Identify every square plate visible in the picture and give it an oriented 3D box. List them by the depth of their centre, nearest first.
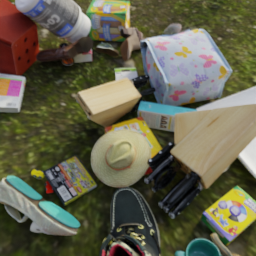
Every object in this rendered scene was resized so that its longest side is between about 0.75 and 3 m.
[{"bbox_3d":[4.009,0.032,8.337,2.967,0.422,2.939,-20,51,-17],"label":"square plate"}]

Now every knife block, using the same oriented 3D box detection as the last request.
[{"bbox_3d":[1.810,0.804,6.488,2.779,0.889,2.440,-7,58,19],"label":"knife block"},{"bbox_3d":[-0.182,-0.958,8.114,2.079,2.369,0.758,-38,77,4],"label":"knife block"}]

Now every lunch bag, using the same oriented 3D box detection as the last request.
[{"bbox_3d":[1.781,-2.140,9.464,2.246,1.684,2.648,-13,60,-9],"label":"lunch bag"}]

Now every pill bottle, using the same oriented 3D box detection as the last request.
[{"bbox_3d":[-2.587,-4.143,10.060,1.407,2.473,1.407,-12,68,32],"label":"pill bottle"}]

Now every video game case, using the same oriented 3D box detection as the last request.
[{"bbox_3d":[-1.492,1.322,7.231,0.984,0.139,1.089,-27,61,-29],"label":"video game case"}]

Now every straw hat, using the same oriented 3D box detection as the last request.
[{"bbox_3d":[-0.184,0.640,6.783,1.562,0.661,1.562,0,74,0],"label":"straw hat"}]

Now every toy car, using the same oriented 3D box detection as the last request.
[{"bbox_3d":[-2.012,1.272,7.374,0.840,0.187,0.790,41,55,21],"label":"toy car"}]

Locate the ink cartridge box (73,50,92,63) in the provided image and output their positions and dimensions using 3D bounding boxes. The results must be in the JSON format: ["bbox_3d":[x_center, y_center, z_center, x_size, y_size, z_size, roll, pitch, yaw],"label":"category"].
[{"bbox_3d":[-1.804,-3.042,11.062,0.719,0.419,0.987,-6,50,-4],"label":"ink cartridge box"}]

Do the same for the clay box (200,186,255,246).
[{"bbox_3d":[2.525,1.996,6.644,1.434,0.341,0.824,-30,55,-23],"label":"clay box"}]

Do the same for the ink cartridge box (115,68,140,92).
[{"bbox_3d":[-0.042,-1.607,9.790,0.803,0.412,1.086,-4,49,-4],"label":"ink cartridge box"}]

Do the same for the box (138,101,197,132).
[{"bbox_3d":[1.157,-0.300,8.436,1.719,0.707,0.422,10,49,8],"label":"box"}]

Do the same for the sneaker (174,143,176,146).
[{"bbox_3d":[1.555,0.556,7.915,0.327,0.360,0.814,-11,51,-11],"label":"sneaker"}]

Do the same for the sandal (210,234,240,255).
[{"bbox_3d":[2.265,2.728,5.763,0.371,0.552,1.375,-37,61,-3],"label":"sandal"}]

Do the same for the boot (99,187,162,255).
[{"bbox_3d":[0.066,2.117,5.205,1.035,2.166,2.867,-13,54,2],"label":"boot"}]

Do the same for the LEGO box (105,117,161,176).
[{"bbox_3d":[0.160,0.542,7.756,1.162,0.602,1.561,-17,51,-15],"label":"LEGO box"}]

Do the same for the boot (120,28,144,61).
[{"bbox_3d":[0.233,-3.300,11.134,1.095,0.526,1.498,1,80,-39],"label":"boot"}]

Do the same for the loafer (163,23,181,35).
[{"bbox_3d":[1.628,-3.640,10.167,0.391,1.088,0.342,30,86,-18],"label":"loafer"}]

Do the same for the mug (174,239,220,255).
[{"bbox_3d":[1.469,2.723,5.883,0.845,0.522,0.694,30,56,24],"label":"mug"}]

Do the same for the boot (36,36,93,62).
[{"bbox_3d":[-2.435,-2.969,10.681,1.781,0.572,1.660,1,30,34],"label":"boot"}]

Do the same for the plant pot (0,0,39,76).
[{"bbox_3d":[-4.497,-3.088,10.066,1.982,2.247,2.249,23,51,5],"label":"plant pot"}]

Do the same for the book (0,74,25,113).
[{"bbox_3d":[-4.109,-1.178,9.424,1.056,0.380,1.581,2,48,-10],"label":"book"}]

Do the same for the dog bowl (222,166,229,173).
[{"bbox_3d":[2.114,0.735,7.584,1.254,0.368,1.254,6,58,-9],"label":"dog bowl"}]

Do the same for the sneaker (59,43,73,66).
[{"bbox_3d":[-2.445,-2.875,10.783,0.420,0.607,1.083,-22,52,-20],"label":"sneaker"}]

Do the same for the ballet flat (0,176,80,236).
[{"bbox_3d":[-2.149,1.976,6.526,2.418,0.815,0.754,27,89,26],"label":"ballet flat"}]

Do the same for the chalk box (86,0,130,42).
[{"bbox_3d":[-1.019,-4.544,11.815,2.063,1.277,1.283,5,48,4],"label":"chalk box"}]

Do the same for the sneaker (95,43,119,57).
[{"bbox_3d":[-0.762,-3.188,11.223,1.054,0.354,0.473,19,56,20],"label":"sneaker"}]
